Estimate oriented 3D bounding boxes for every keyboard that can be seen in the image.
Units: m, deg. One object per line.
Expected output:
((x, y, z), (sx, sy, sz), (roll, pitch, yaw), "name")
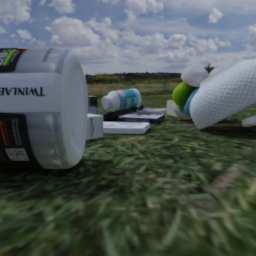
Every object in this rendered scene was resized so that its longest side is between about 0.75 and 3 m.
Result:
((-0.178, -0.657, 11.523), (1.750, 0.284, 2.754), (-14, 3, 19), "keyboard")

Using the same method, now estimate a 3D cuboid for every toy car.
((3.062, -1.066, 10.876), (2.581, 2.259, 1.936), (0, 43, -12), "toy car")

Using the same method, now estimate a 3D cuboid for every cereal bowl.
((2.992, -1.140, 8.180), (2.863, 1.192, 2.863), (-30, -4, -2), "cereal bowl")

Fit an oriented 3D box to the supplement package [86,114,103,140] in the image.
((-1.120, -0.017, 6.688), (0.565, 0.563, 0.963), (6, 10, 40), "supplement package")

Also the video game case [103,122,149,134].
((-0.266, -0.014, 8.180), (1.637, 0.194, 1.490), (1, 7, 10), "video game case")

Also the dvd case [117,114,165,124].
((0.568, -0.383, 11.017), (1.484, 0.244, 1.975), (2, 8, 15), "dvd case")

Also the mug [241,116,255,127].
((3.547, -0.220, 7.025), (1.313, 0.970, 1.151), (-11, -7, 22), "mug")

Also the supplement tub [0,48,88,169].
((-2.070, -0.269, 4.010), (2.780, 1.703, 1.703), (0, 7, 1), "supplement tub")

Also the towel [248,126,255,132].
((4.169, -0.054, 7.871), (1.481, 0.359, 0.827), (1, 7, 20), "towel")

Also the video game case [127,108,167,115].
((0.713, -0.856, 14.812), (2.332, 0.283, 2.562), (2, 7, 17), "video game case")

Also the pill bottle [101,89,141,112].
((-0.340, -1.301, 13.472), (1.801, 0.998, 0.998), (-12, 12, -30), "pill bottle")

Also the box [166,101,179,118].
((2.497, -0.882, 13.078), (0.890, 0.729, 1.875), (-1, 7, -12), "box")

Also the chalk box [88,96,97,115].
((-2.273, -0.958, 12.696), (1.584, 0.989, 0.982), (-2, 7, -21), "chalk box")
